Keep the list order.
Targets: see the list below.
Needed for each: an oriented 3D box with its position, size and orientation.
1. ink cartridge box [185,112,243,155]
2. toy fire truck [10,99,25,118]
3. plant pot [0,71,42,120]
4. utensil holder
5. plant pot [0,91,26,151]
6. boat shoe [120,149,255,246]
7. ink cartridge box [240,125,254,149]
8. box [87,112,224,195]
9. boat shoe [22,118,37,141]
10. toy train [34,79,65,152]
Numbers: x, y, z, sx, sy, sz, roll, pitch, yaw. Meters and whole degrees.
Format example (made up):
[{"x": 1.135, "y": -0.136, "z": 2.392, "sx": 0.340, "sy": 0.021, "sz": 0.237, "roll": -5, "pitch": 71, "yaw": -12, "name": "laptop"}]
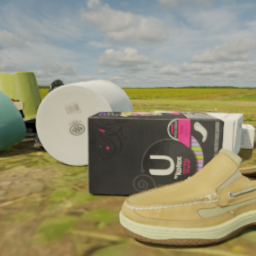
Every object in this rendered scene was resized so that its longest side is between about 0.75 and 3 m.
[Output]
[{"x": 1.757, "y": 0.178, "z": 8.175, "sx": 2.817, "sy": 1.188, "sz": 2.057, "roll": 4, "pitch": 9, "yaw": 27, "name": "ink cartridge box"}, {"x": -4.191, "y": -0.434, "z": 10.429, "sx": 1.027, "sy": 1.404, "sz": 1.596, "roll": -18, "pitch": 4, "yaw": -13, "name": "toy fire truck"}, {"x": -5.026, "y": -1.231, "z": 12.719, "sx": 2.739, "sy": 2.518, "sz": 2.739, "roll": -5, "pitch": 8, "yaw": 1, "name": "plant pot"}, {"x": -1.103, "y": -0.240, "z": 8.003, "sx": 2.190, "sy": 2.190, "sz": 2.577, "roll": 1, "pitch": 11, "yaw": 8, "name": "utensil holder"}, {"x": -4.133, "y": -0.028, "z": 8.079, "sx": 1.796, "sy": 1.796, "sz": 1.442, "roll": 6, "pitch": 33, "yaw": 38, "name": "plant pot"}, {"x": 1.286, "y": 0.828, "z": 3.918, "sx": 2.897, "sy": 1.103, "sz": 1.038, "roll": -3, "pitch": 8, "yaw": -18, "name": "boat shoe"}, {"x": 3.327, "y": 0.247, "z": 9.505, "sx": 1.625, "sy": 0.685, "sz": 1.177, "roll": 2, "pitch": 8, "yaw": 16, "name": "ink cartridge box"}, {"x": 0.476, "y": 0.438, "z": 5.420, "sx": 2.368, "sy": 1.447, "sz": 1.256, "roll": 1, "pitch": 8, "yaw": 4, "name": "box"}, {"x": -3.049, "y": -0.065, "z": 10.136, "sx": 2.400, "sy": 0.886, "sz": 0.820, "roll": -2, "pitch": -16, "yaw": -33, "name": "boat shoe"}, {"x": -2.570, "y": -0.433, "z": 9.031, "sx": 0.589, "sy": 2.572, "sz": 0.439, "roll": -17, "pitch": -34, "yaw": 39, "name": "toy train"}]
